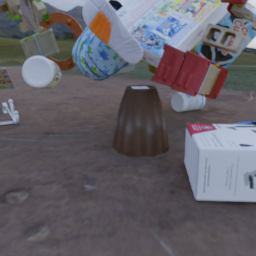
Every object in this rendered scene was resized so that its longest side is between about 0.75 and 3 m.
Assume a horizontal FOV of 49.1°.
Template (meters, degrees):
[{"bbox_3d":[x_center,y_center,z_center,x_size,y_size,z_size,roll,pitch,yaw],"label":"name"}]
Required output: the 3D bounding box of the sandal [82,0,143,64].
[{"bbox_3d":[-0.384,-2.251,6.635,0.705,1.839,0.527,-42,28,6],"label":"sandal"}]

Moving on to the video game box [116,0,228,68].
[{"bbox_3d":[0.967,-2.985,7.724,2.417,0.621,2.653,35,73,32],"label":"video game box"}]

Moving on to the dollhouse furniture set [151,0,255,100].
[{"bbox_3d":[1.862,-2.138,6.421,1.166,2.866,1.542,31,17,30],"label":"dollhouse furniture set"}]

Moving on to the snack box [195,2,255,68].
[{"bbox_3d":[3.318,-3.004,9.171,1.287,2.215,0.411,41,54,5],"label":"snack box"}]

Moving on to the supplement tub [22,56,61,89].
[{"bbox_3d":[-2.746,-1.753,9.085,0.986,0.986,1.360,0,7,-1],"label":"supplement tub"}]

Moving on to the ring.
[{"bbox_3d":[-2.960,-3.652,11.984,2.420,2.420,0.232,5,20,17],"label":"ring"}]

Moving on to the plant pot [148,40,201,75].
[{"bbox_3d":[2.241,-3.508,11.893,2.829,2.766,2.747,-3,-23,-1],"label":"plant pot"}]

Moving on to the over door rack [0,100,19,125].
[{"bbox_3d":[-5.683,-0.672,11.172,1.992,0.898,2.696,-9,19,-32],"label":"over door rack"}]

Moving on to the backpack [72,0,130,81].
[{"bbox_3d":[-0.784,-2.882,10.011,2.587,2.110,1.989,-38,36,-2],"label":"backpack"}]

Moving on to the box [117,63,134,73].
[{"bbox_3d":[-0.515,-3.321,12.240,0.912,1.305,1.714,-16,37,-27],"label":"box"}]

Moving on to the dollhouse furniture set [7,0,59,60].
[{"bbox_3d":[-3.313,-3.333,9.709,1.237,1.889,0.948,-31,48,-21],"label":"dollhouse furniture set"}]

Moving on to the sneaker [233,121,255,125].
[{"bbox_3d":[4.132,-0.036,9.764,1.360,0.448,0.533,-6,14,-19],"label":"sneaker"}]

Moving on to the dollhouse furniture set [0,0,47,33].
[{"bbox_3d":[-2.582,-2.550,6.261,0.917,1.877,1.601,-31,-16,-19],"label":"dollhouse furniture set"}]

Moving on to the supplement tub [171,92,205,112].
[{"bbox_3d":[2.825,-1.256,13.133,1.387,0.915,0.915,-10,19,-32],"label":"supplement tub"}]

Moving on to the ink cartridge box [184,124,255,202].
[{"bbox_3d":[2.710,0.664,6.088,2.716,1.125,1.993,1,15,4],"label":"ink cartridge box"}]

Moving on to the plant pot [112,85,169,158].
[{"bbox_3d":[0.358,-0.284,8.141,1.708,1.828,1.708,-1,16,0],"label":"plant pot"}]

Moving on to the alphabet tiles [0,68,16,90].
[{"bbox_3d":[-2.672,-1.040,5.452,0.697,0.834,0.031,-2,54,1],"label":"alphabet tiles"}]
